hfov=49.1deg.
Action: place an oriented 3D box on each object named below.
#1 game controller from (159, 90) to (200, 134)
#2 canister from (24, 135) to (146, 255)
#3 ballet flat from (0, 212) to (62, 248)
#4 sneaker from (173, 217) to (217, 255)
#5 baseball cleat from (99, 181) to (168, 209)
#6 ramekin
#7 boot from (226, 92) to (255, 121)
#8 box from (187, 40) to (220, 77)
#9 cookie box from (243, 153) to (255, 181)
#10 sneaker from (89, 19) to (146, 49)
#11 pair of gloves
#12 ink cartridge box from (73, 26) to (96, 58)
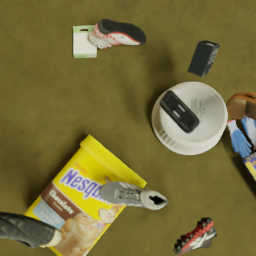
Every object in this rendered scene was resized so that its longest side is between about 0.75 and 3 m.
[{"bbox_3d":[1.123,-0.347,6.198,1.029,0.537,0.217,49,43,13],"label":"game controller"},{"bbox_3d":[-1.195,1.962,7.786,2.135,1.244,2.875,39,84,6],"label":"canister"},{"bbox_3d":[-2.479,1.891,4.883,0.981,2.952,0.839,-21,58,39],"label":"ballet flat"},{"bbox_3d":[1.559,2.560,6.347,1.128,0.399,0.551,-34,95,-14],"label":"sneaker"},{"bbox_3d":[0.125,1.491,6.296,1.550,0.825,0.540,8,72,-6],"label":"baseball cleat"},{"bbox_3d":[1.833,-0.338,8.254,2.233,1.040,2.233,0,80,1],"label":"ramekin"},{"bbox_3d":[3.022,-0.413,6.276,1.566,1.216,0.601,9,113,23],"label":"boot"},{"bbox_3d":[1.860,-1.712,6.845,0.413,1.047,0.739,22,115,17],"label":"box"},{"bbox_3d":[4.550,1.172,7.891,1.893,0.711,1.619,-34,82,15],"label":"cookie box"},{"bbox_3d":[-0.358,-2.889,8.921,1.784,0.956,0.596,1,77,-37],"label":"sneaker"},{"bbox_3d":[3.498,0.172,8.310,1.457,0.166,1.171,-21,90,-33],"label":"pair of gloves"},{"bbox_3d":[-1.406,-2.786,9.082,0.717,0.236,0.985,-2,80,0],"label":"ink cartridge box"}]
